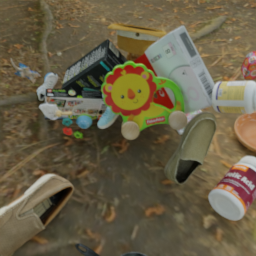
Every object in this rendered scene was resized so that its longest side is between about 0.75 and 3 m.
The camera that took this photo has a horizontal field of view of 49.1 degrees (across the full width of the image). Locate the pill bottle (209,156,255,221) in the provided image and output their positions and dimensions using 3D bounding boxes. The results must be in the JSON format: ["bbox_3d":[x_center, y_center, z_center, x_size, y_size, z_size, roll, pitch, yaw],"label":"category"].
[{"bbox_3d":[3.195,1.663,8.003,1.018,1.018,1.784,33,54,28],"label":"pill bottle"}]

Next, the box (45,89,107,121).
[{"bbox_3d":[-1.793,-0.783,9.930,2.235,1.230,0.388,1,53,-18],"label":"box"}]

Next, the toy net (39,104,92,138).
[{"bbox_3d":[-2.136,-0.316,9.352,1.817,0.953,0.351,28,36,-25],"label":"toy net"}]

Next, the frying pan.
[{"bbox_3d":[-0.310,3.588,6.593,2.247,0.366,1.359,5,45,7],"label":"frying pan"}]

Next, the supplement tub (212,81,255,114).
[{"bbox_3d":[3.025,-0.835,7.672,1.218,0.886,0.886,6,42,36],"label":"supplement tub"}]

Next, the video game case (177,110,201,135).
[{"bbox_3d":[2.166,-0.546,10.783,1.296,0.163,1.810,-14,47,-13],"label":"video game case"}]

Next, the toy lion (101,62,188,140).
[{"bbox_3d":[0.442,-0.907,8.448,2.349,2.252,0.807,-11,14,4],"label":"toy lion"}]

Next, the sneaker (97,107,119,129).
[{"bbox_3d":[-0.586,-0.592,9.365,1.363,0.558,0.504,-48,51,-10],"label":"sneaker"}]

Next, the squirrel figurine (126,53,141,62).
[{"bbox_3d":[0.320,-2.559,11.608,1.670,1.789,1.266,23,56,6],"label":"squirrel figurine"}]

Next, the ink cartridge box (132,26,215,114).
[{"bbox_3d":[1.234,-1.531,9.222,0.848,2.973,2.416,-37,100,-36],"label":"ink cartridge box"}]

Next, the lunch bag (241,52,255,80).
[{"bbox_3d":[4.367,-2.078,9.037,1.212,1.067,0.497,-4,56,-2],"label":"lunch bag"}]

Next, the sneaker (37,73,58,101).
[{"bbox_3d":[-3.190,-1.589,11.129,0.505,1.347,0.584,20,38,-32],"label":"sneaker"}]

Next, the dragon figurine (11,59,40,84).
[{"bbox_3d":[-3.946,-2.126,10.595,0.808,1.624,0.478,27,91,37],"label":"dragon figurine"}]

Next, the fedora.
[{"bbox_3d":[0.311,-3.136,9.998,2.183,0.890,2.183,7,24,-3],"label":"fedora"}]

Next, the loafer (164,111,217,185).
[{"bbox_3d":[1.840,0.651,7.838,0.877,2.305,0.777,17,18,-19],"label":"loafer"}]

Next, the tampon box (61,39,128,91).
[{"bbox_3d":[-1.096,-1.856,10.402,2.122,1.591,1.340,-26,40,28],"label":"tampon box"}]

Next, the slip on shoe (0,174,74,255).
[{"bbox_3d":[-2.582,2.394,7.218,0.900,1.130,2.972,8,36,34],"label":"slip on shoe"}]

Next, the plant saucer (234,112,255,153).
[{"bbox_3d":[4.729,0.239,9.869,1.981,0.371,1.981,0,46,0],"label":"plant saucer"}]
